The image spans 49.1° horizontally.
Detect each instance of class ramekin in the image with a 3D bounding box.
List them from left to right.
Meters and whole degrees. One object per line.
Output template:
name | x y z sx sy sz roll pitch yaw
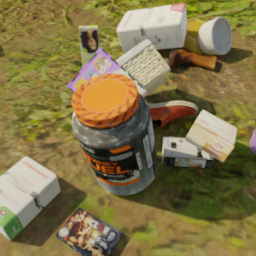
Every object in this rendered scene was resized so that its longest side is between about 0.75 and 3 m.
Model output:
ramekin | 3.833 -4.018 12.439 1.585 1.585 0.832 -34 25 -31

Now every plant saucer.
plant saucer | 3.268 -4.624 13.755 2.542 0.616 2.542 -27 49 -24

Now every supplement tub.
supplement tub | -0.263 0.236 6.739 1.766 2.882 1.766 -6 49 7

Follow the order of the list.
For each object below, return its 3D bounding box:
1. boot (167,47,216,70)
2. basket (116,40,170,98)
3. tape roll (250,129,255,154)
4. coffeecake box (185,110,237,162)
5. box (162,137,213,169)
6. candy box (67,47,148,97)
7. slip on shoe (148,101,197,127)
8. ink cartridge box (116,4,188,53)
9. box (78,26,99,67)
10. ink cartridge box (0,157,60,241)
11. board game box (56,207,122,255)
boot | 2.716 -2.762 11.942 1.903 0.651 1.791 23 39 13
basket | 0.204 -1.637 9.313 2.082 1.412 1.285 -37 82 -11
tape roll | 4.340 0.438 8.443 1.162 0.494 1.162 0 44 0
coffeecake box | 2.286 0.169 7.617 1.115 0.531 1.452 31 28 11
box | 1.711 0.716 8.196 1.396 0.420 0.814 4 43 4
candy box | -0.588 -1.124 8.149 1.797 0.643 1.508 45 97 6
slip on shoe | 1.111 -0.394 9.197 2.473 0.916 0.757 -6 75 -13
ink cartridge box | 1.152 -4.546 12.765 2.821 1.168 2.067 0 45 20
box | -1.446 -2.856 10.808 0.758 2.014 0.505 -6 28 -5
ink cartridge box | -2.711 1.679 6.956 1.222 0.706 1.673 26 49 25
board game box | -0.899 2.483 6.460 1.257 0.217 0.851 23 47 22
